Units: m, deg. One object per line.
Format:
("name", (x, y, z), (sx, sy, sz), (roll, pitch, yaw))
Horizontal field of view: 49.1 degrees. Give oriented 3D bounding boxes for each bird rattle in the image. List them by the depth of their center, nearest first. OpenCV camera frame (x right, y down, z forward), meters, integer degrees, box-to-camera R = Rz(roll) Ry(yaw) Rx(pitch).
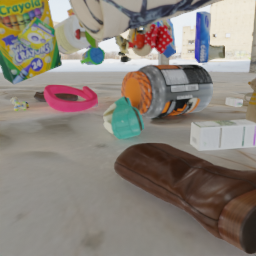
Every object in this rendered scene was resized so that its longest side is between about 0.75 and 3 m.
("bird rattle", (0.531, -2.805, 8.431), (0.973, 1.727, 1.408), (-27, -16, -32))

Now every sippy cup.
("sippy cup", (-1.510, -2.965, 11.688), (1.026, 0.806, 0.752), (5, -4, -40))

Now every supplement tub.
("supplement tub", (1.383, -1.337, 10.030), (2.998, 1.837, 1.837), (-9, 16, -30))
("supplement tub", (-2.037, -3.477, 10.448), (1.205, 1.205, 1.662), (-12, 8, -40))

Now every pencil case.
("pencil case", (0.600, -1.964, 3.167), (2.819, 1.261, 1.097), (-23, -4, -12))

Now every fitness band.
("fitness band", (-2.483, -1.326, 12.070), (2.056, 0.536, 2.863), (-6, 25, -26))

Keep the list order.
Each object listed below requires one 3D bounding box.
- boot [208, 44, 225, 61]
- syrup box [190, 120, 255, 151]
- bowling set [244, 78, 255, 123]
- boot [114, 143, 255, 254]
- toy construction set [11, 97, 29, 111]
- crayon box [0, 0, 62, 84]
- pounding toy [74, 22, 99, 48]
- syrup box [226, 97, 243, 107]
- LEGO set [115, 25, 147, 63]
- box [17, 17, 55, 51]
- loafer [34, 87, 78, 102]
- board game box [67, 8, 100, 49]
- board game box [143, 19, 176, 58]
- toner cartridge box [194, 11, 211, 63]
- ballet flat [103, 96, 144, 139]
("boot", (2.634, -2.536, 8.757), (0.700, 0.905, 0.326), (3, 41, 41))
("syrup box", (2.245, 0.156, 6.574), (1.429, 0.582, 0.563), (-2, 14, -8))
("bowling set", (4.141, -0.444, 7.086), (2.795, 1.500, 1.945), (11, 17, 37))
("boot", (1.377, 0.651, 4.335), (2.477, 0.854, 2.658), (-6, 11, -30))
("toy construction set", (-4.439, -0.947, 11.457), (0.634, 0.445, 0.967), (-9, 28, -33))
("crayon box", (-3.159, -2.954, 8.334), (1.786, 2.841, 0.733), (-32, 45, -32))
("pounding toy", (-0.885, -2.248, 5.977), (0.490, 1.055, 0.814), (2, 37, -1))
("syrup box", (4.674, -1.147, 12.366), (0.317, 0.328, 0.806), (-3, 14, -13))
("LEGO set", (0.302, -2.299, 5.880), (0.574, 2.026, 1.316), (9, -10, 18))
("box", (-2.591, -2.541, 7.776), (1.073, 0.259, 0.629), (-20, -33, 41))
("loafer", (-3.525, -1.707, 13.730), (2.131, 0.757, 0.778), (-1, 14, -3))
("board game box", (-1.627, -4.373, 11.798), (1.232, 1.231, 1.231), (-32, 65, -13))
("board game box", (1.113, -3.592, 10.013), (0.418, 1.413, 1.858), (-27, 41, 33))
("toner cartridge box", (2.180, -2.666, 8.250), (0.297, 1.374, 0.653), (-4, 28, 2))
("ballet flat", (-0.242, -0.338, 8.030), (0.983, 0.940, 2.793), (-15, 13, -2))
